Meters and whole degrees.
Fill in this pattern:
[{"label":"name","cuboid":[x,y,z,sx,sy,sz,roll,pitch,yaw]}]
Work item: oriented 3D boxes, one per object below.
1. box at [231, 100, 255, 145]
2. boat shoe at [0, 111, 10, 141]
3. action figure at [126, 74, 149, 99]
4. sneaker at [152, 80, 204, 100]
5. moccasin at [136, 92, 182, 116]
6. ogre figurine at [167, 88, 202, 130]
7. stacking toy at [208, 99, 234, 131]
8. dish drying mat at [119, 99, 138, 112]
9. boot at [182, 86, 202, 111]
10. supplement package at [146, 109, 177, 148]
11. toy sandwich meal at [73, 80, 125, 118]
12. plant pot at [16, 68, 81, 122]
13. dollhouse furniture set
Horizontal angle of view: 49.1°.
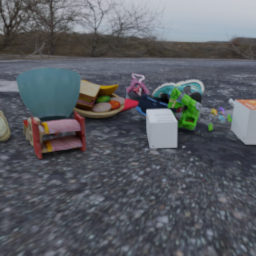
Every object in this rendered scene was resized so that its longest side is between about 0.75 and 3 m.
[{"label":"box","cuboid":[4.776,-0.205,9.045,2.350,1.145,1.462,1,18,2]},{"label":"boat shoe","cuboid":[-4.767,-0.191,9.646,1.037,0.887,2.831,-45,32,-12]},{"label":"action figure","cuboid":[0.651,-2.113,14.699,1.394,1.549,2.081,8,5,6]},{"label":"sneaker","cuboid":[2.206,-1.513,13.023,2.598,1.007,1.035,-12,43,33]},{"label":"moccasin","cuboid":[1.565,-0.969,11.497,2.632,0.897,1.059,-5,26,-41]},{"label":"ogre figurine","cuboid":[1.875,-0.498,9.566,1.092,1.822,0.894,24,38,17]},{"label":"stacking toy","cuboid":[3.365,-0.439,10.037,0.899,0.280,1.192,-33,24,42]},{"label":"dish drying mat","cuboid":[-0.434,-0.990,13.049,0.958,0.227,2.493,18,23,32]},{"label":"boot","cuboid":[2.301,-1.175,10.634,0.598,1.128,1.714,2,-27,-4]},{"label":"supplement package","cuboid":[1.036,-0.003,8.895,0.822,0.853,1.500,-2,19,1]},{"label":"toy sandwich meal","cuboid":[-1.479,-1.369,11.820,2.790,0.955,2.790,6,29,-4]},{"label":"plant pot","cuboid":[-2.640,-1.004,9.579,2.133,1.437,2.133,-7,-8,-1]},{"label":"dollhouse furniture set","cuboid":[-2.386,-0.033,8.677,1.380,1.043,2.565,-9,20,-27]}]
